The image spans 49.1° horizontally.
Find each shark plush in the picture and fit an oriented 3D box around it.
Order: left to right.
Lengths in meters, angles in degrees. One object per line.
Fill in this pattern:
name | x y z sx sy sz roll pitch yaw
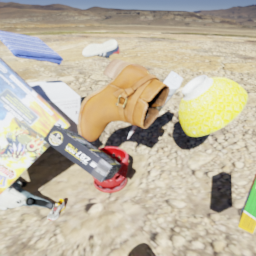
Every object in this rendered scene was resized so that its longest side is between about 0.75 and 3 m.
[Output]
shark plush | -3.522 1.772 8.473 2.755 1.252 1.148 5 13 13

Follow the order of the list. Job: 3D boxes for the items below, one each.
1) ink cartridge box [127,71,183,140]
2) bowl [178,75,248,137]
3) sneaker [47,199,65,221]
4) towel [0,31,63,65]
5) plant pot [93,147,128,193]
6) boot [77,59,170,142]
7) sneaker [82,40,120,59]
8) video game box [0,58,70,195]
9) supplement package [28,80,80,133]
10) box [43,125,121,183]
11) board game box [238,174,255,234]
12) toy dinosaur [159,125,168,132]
ink cartridge box | 0.905 -0.654 9.071 0.531 1.798 2.247 34 38 -3
bowl | 2.167 -0.829 7.967 2.038 1.097 2.038 -36 18 13
sneaker | -2.104 2.366 8.114 0.306 0.323 0.787 7 28 14
towel | -3.165 -2.542 8.819 1.553 0.256 2.145 -2 32 -41
plant pot | -0.625 1.384 9.145 1.262 1.149 1.262 1 27 0
boot | -0.168 -0.407 7.494 2.061 2.654 1.018 36 7 39
sneaker | -0.948 -2.696 10.038 1.394 0.589 0.522 -4 64 23
video game box | -3.338 -0.142 6.870 2.564 2.815 0.659 -46 24 -4
supplement package | -3.116 -0.551 9.294 2.548 1.413 1.984 -11 30 -28
box | -0.826 0.530 5.691 1.324 0.403 1.643 33 -3 7
board game box | 2.673 1.457 5.865 0.293 1.111 1.452 21 5 24
toy dinosaur | 1.593 0.088 12.858 0.413 0.238 0.816 -5 15 25
